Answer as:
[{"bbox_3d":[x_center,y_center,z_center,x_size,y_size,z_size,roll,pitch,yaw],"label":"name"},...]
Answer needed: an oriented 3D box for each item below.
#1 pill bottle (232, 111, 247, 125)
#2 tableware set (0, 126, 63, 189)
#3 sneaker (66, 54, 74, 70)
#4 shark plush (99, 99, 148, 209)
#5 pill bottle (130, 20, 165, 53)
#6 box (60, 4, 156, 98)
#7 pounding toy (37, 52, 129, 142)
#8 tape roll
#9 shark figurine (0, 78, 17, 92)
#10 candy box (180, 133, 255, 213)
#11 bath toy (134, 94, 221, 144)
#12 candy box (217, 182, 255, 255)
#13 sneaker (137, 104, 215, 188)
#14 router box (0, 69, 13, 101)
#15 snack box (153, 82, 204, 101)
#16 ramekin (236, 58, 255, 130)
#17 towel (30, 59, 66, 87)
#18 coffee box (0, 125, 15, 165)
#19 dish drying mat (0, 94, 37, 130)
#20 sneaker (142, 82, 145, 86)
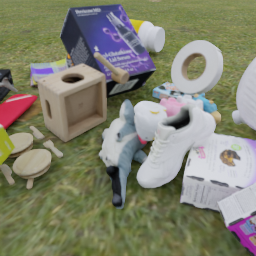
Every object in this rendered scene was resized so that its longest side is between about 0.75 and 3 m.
[{"bbox_3d":[3.357,-0.398,7.588,0.935,0.508,0.508,-20,13,43],"label":"pill bottle"},{"bbox_3d":[-2.415,0.662,6.628,1.245,0.377,1.883,-29,38,-27],"label":"tableware set"},{"bbox_3d":[-1.824,-2.036,10.185,0.985,0.972,2.516,-9,49,-20],"label":"sneaker"},{"bbox_3d":[0.095,0.465,6.459,1.217,1.328,2.923,29,24,-12],"label":"shark plush"},{"bbox_3d":[0.387,-4.592,14.049,2.703,1.520,1.520,18,36,28],"label":"pill bottle"},{"bbox_3d":[-0.736,-2.570,9.480,2.058,1.451,2.781,-22,79,-32],"label":"box"},{"bbox_3d":[-1.171,-1.179,7.699,1.097,2.107,2.399,31,46,33],"label":"pounding toy"},{"bbox_3d":[2.178,-1.918,8.985,0.320,1.752,1.752,10,18,-45],"label":"tape roll"},{"bbox_3d":[-3.977,-0.925,7.870,0.869,0.607,1.454,-3,20,40],"label":"shark figurine"},{"bbox_3d":[2.273,0.947,5.797,2.096,0.750,1.758,11,33,16],"label":"candy box"},{"bbox_3d":[1.206,-0.157,6.870,2.646,0.978,1.151,-10,34,-40],"label":"bath toy"},{"bbox_3d":[2.403,1.221,4.252,1.698,1.158,0.518,-33,29,17],"label":"candy box"},{"bbox_3d":[0.782,0.313,5.816,2.091,1.039,0.815,-51,40,5],"label":"sneaker"},{"bbox_3d":[-5.368,-1.155,9.224,2.164,0.719,2.752,1,32,1],"label":"router box"},{"bbox_3d":[1.718,-1.135,9.627,1.528,0.284,0.888,24,39,33],"label":"snack box"},{"bbox_3d":[3.520,-0.598,5.612,2.351,2.351,1.095,-1,35,-2],"label":"ramekin"},{"bbox_3d":[-3.103,-2.304,11.528,1.793,0.284,2.497,-10,33,-15],"label":"towel"},{"bbox_3d":[-2.861,0.322,5.407,0.816,0.824,0.825,24,58,15],"label":"coffee box"},{"bbox_3d":[-3.654,-0.432,8.342,0.899,0.213,2.342,7,33,11],"label":"dish drying mat"},{"bbox_3d":[0.454,-2.083,10.871,0.503,0.592,1.352,5,32,8],"label":"sneaker"}]
